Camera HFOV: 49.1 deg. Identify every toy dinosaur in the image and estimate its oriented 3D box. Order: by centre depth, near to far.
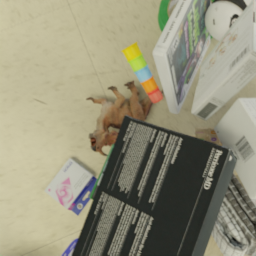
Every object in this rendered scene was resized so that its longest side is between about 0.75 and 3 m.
[{"bbox_3d":[-0.115,-0.314,8.372,2.702,1.160,1.831,-17,89,-19],"label":"toy dinosaur"}]

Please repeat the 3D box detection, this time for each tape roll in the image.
[{"bbox_3d":[2.050,-3.743,9.319,2.090,0.502,2.090,0,78,-1],"label":"tape roll"}]

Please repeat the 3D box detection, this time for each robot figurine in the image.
[{"bbox_3d":[2.521,-2.731,6.255,1.317,1.094,1.754,39,85,3],"label":"robot figurine"}]

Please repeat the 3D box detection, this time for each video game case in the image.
[{"bbox_3d":[1.401,-1.913,6.587,0.313,2.677,2.433,20,75,23],"label":"video game case"}]

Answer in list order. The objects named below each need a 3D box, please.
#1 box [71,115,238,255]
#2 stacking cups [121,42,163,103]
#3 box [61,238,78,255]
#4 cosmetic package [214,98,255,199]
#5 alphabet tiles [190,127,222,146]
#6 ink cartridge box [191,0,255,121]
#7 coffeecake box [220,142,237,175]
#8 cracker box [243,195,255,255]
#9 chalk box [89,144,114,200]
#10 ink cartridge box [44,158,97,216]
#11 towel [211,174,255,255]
[{"bbox_3d":[0.446,1.367,4.696,1.876,1.048,2.658,19,86,32],"label":"box"},{"bbox_3d":[0.382,-1.308,6.790,0.452,0.452,1.493,-33,107,-6],"label":"stacking cups"},{"bbox_3d":[-0.880,3.382,5.438,0.580,2.798,1.666,42,81,-24],"label":"box"},{"bbox_3d":[2.689,0.303,5.032,1.535,0.943,1.530,-2,53,-22],"label":"cosmetic package"},{"bbox_3d":[1.842,0.399,6.429,1.098,1.123,0.082,-2,44,15],"label":"alphabet tiles"},{"bbox_3d":[1.929,-1.234,5.390,0.397,1.823,1.582,26,55,-6],"label":"ink cartridge box"},{"bbox_3d":[3.350,0.748,8.439,0.881,0.419,1.148,-19,79,-4],"label":"coffeecake box"},{"bbox_3d":[3.510,2.777,7.938,2.038,0.588,1.365,-31,80,-7],"label":"cracker box"},{"bbox_3d":[0.027,1.419,7.276,1.494,2.413,1.501,23,80,4],"label":"chalk box"},{"bbox_3d":[-1.623,1.751,8.323,1.247,0.270,1.224,35,80,8],"label":"ink cartridge box"},{"bbox_3d":[2.002,1.643,6.076,0.937,1.812,2.189,-27,57,1],"label":"towel"}]
